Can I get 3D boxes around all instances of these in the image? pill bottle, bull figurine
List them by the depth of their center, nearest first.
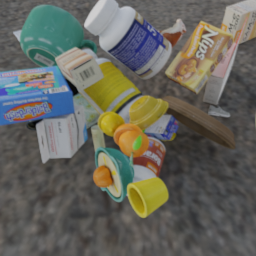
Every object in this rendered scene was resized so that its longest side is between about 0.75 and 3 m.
[{"bbox_3d":[0.395,1.034,7.198,0.859,0.859,1.531,13,47,12],"label":"pill bottle"},{"bbox_3d":[-0.689,-1.212,8.504,1.369,1.369,2.445,-36,76,-30],"label":"pill bottle"},{"bbox_3d":[-0.013,-2.734,8.514,2.463,1.474,1.474,32,38,-28],"label":"pill bottle"},{"bbox_3d":[1.265,-3.116,10.137,1.116,1.838,0.598,13,46,-19],"label":"bull figurine"}]

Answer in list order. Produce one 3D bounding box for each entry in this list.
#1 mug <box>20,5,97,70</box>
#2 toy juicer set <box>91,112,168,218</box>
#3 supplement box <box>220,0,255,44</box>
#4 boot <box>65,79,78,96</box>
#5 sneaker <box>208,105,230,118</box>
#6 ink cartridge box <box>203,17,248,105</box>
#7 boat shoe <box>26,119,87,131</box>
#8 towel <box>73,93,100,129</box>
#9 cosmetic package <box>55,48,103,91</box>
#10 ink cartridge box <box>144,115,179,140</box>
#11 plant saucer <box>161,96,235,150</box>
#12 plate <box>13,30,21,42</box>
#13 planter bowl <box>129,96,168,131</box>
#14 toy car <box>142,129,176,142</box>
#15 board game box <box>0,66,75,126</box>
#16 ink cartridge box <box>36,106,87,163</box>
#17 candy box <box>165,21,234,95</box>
[{"bbox_3d":[-2.348,-2.757,9.057,2.240,1.841,1.385,6,65,19],"label":"mug"},{"bbox_3d":[-0.440,0.637,5.842,0.802,1.875,2.947,-20,8,-26],"label":"toy juicer set"},{"bbox_3d":[5.231,-4.705,12.318,2.394,1.509,0.880,-26,53,-22],"label":"supplement box"},{"bbox_3d":[-2.666,-1.159,9.304,1.700,0.629,1.393,15,37,11],"label":"boot"},{"bbox_3d":[2.818,-0.504,8.589,0.876,0.359,0.327,6,-5,-36],"label":"sneaker"},{"bbox_3d":[3.313,-2.335,9.571,0.543,2.141,2.430,19,48,17],"label":"ink cartridge box"},{"bbox_3d":[-2.122,-0.120,8.173,1.876,0.702,0.580,8,40,18],"label":"boat shoe"},{"bbox_3d":[-1.486,-0.569,9.093,1.302,0.366,1.521,35,55,29],"label":"towel"},{"bbox_3d":[-1.213,-1.463,6.797,0.680,0.574,1.316,-34,35,-13],"label":"cosmetic package"},{"bbox_3d":[0.937,-0.013,7.568,0.894,0.341,0.610,2,58,54],"label":"ink cartridge box"},{"bbox_3d":[1.802,-0.181,7.435,2.392,2.392,0.352,33,93,28],"label":"plant saucer"},{"bbox_3d":[-4.579,-4.216,12.776,1.039,0.168,1.037,-25,50,-22],"label":"plate"},{"bbox_3d":[0.299,-0.356,5.476,0.920,0.383,0.920,-35,20,15],"label":"planter bowl"},{"bbox_3d":[0.613,0.097,8.499,1.271,0.301,1.351,-19,48,-17],"label":"toy car"},{"bbox_3d":[-2.505,-0.891,6.908,1.944,0.575,2.556,-11,28,-16],"label":"board game box"},{"bbox_3d":[-1.574,0.117,6.981,0.576,1.001,1.729,-2,17,10],"label":"ink cartridge box"},{"bbox_3d":[2.103,-2.074,8.295,1.087,0.521,1.883,37,93,27],"label":"candy box"}]
